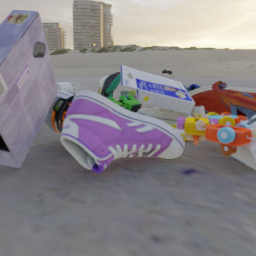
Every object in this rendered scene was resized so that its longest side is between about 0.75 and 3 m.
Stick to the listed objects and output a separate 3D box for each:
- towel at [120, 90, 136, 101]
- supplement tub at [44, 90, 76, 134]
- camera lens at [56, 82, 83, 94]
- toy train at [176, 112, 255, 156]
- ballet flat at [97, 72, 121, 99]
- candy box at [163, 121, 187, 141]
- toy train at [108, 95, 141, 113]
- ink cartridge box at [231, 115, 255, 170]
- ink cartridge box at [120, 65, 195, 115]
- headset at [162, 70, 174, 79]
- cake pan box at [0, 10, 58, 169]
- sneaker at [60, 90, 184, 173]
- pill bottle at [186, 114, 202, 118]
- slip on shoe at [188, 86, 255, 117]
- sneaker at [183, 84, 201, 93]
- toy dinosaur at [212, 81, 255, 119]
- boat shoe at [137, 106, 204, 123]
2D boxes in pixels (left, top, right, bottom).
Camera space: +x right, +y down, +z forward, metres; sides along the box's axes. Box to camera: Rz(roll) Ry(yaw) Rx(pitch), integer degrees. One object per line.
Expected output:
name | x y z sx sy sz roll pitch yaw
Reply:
towel | 0.037 -1.138 11.925 0.691 0.962 0.110 -2 -10 -12
supplement tub | -1.099 -0.205 6.748 1.780 1.091 1.091 19 21 31
camera lens | -2.955 -1.522 12.976 1.163 1.163 1.454 12 16 44
toy train | 2.066 0.123 5.879 1.805 0.668 2.403 10 13 40
ballet flat | -0.875 -1.556 11.137 0.765 2.093 0.765 11 51 -14
candy box | 1.181 0.061 7.904 0.859 0.222 1.681 -7 14 -13
toy train | -0.606 -0.759 10.660 0.819 0.606 2.905 38 34 30
ink cartridge box | 2.762 0.144 5.535 1.377 0.591 1.008 -32 16 -4
ink cartridge box | 0.758 -1.202 8.581 2.147 0.505 2.122 12 26 -7
headset | 1.415 -1.646 11.497 0.711 1.512 0.934 2 34 -35
cake pan box | -2.028 -0.634 5.073 0.578 2.037 2.212 9 54 7
sneaker | -0.087 0.391 5.304 2.441 0.885 1.392 21 52 -11
pill bottle | 2.181 -0.123 8.085 0.947 0.527 0.527 3 12 0
slip on shoe | 3.321 -0.802 9.577 2.959 0.905 1.096 4 -28 12
sneaker | 2.908 -1.313 11.499 2.581 1.012 0.972 -6 -1 -40
toy dinosaur | 3.339 -0.780 7.795 1.983 1.147 2.185 37 -22 2
boat shoe | 1.361 -0.557 9.286 2.447 0.854 0.867 11 16 38
